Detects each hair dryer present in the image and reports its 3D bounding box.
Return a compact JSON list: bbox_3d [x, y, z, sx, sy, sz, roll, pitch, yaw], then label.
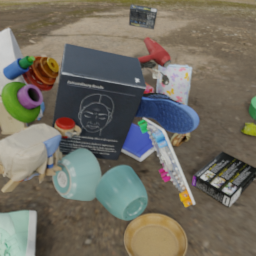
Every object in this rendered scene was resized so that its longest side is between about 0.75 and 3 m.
[{"bbox_3d":[0.936,-2.885,11.350,1.799,0.642,2.362,18,48,-20],"label":"hair dryer"}]

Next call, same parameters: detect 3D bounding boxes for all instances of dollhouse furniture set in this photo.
[{"bbox_3d":[-5.249,-1.061,12.567,2.337,1.615,2.476,0,33,0],"label":"dollhouse furniture set"}]

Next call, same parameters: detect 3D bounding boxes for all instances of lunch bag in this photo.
[{"bbox_3d":[2.258,-2.212,13.970,1.661,1.959,1.245,4,34,7],"label":"lunch bag"}]

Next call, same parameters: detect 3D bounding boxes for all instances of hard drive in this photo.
[{"bbox_3d":[0.028,0.402,11.546,2.429,0.308,1.603,25,41,32],"label":"hard drive"}]

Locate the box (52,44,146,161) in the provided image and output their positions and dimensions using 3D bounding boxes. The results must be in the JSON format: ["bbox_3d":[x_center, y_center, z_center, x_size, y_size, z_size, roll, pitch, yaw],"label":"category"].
[{"bbox_3d":[-0.947,-0.580,7.582,2.002,2.697,1.444,9,42,-16],"label":"box"}]

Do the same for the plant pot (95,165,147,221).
[{"bbox_3d":[-0.069,1.414,5.812,0.994,0.994,0.797,-20,41,-27],"label":"plant pot"}]

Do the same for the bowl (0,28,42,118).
[{"bbox_3d":[-3.400,-1.488,8.325,0.851,2.277,2.281,-21,49,-10],"label":"bowl"}]

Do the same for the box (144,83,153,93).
[{"bbox_3d":[0.058,-1.763,13.908,1.226,1.281,2.569,-18,38,-25],"label":"box"}]

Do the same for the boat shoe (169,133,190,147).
[{"bbox_3d":[2.276,0.353,11.508,1.407,0.532,0.520,-35,52,-29],"label":"boat shoe"}]

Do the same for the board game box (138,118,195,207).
[{"bbox_3d":[0.815,0.723,6.516,0.232,1.794,1.795,-26,14,-5],"label":"board game box"}]

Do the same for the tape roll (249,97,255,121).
[{"bbox_3d":[6.965,-0.802,13.124,2.374,0.571,2.374,0,34,0],"label":"tape roll"}]

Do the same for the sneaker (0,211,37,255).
[{"bbox_3d":[-3.065,3.080,6.762,1.569,0.979,2.660,4,22,-19],"label":"sneaker"}]

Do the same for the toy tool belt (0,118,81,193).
[{"bbox_3d":[-1.996,0.579,6.291,1.208,1.189,1.935,27,32,20],"label":"toy tool belt"}]

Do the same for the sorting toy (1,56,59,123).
[{"bbox_3d":[-2.202,-1.132,6.607,0.827,1.210,2.014,-23,40,27],"label":"sorting toy"}]

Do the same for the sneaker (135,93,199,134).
[{"bbox_3d":[1.112,-0.563,8.163,1.007,0.907,2.586,-20,30,-36],"label":"sneaker"}]

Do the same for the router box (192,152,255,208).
[{"bbox_3d":[3.300,1.668,9.500,1.883,0.481,1.404,-28,43,-35],"label":"router box"}]

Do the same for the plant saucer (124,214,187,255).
[{"bbox_3d":[0.730,3.080,7.559,1.682,0.298,1.682,0,34,0],"label":"plant saucer"}]

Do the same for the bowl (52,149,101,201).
[{"bbox_3d":[-1.378,1.227,7.025,1.368,1.368,0.716,30,22,37],"label":"bowl"}]

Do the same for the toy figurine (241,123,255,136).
[{"bbox_3d":[6.066,-0.255,11.555,2.344,1.404,1.236,16,37,22],"label":"toy figurine"}]

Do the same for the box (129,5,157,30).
[{"bbox_3d":[0.623,-4.725,11.976,1.149,0.906,0.293,11,62,3],"label":"box"}]
